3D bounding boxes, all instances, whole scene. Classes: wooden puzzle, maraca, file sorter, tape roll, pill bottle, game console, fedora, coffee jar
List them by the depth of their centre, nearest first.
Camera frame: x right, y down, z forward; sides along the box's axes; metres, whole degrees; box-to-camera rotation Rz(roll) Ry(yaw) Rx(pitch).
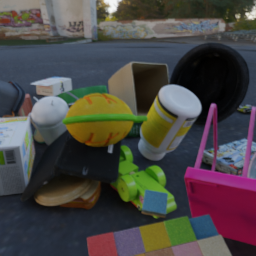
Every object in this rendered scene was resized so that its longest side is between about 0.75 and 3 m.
[{"bbox_3d":[0.496,1.955,3.179,1.748,0.207,2.947,-9,45,-9],"label":"wooden puzzle"},{"bbox_3d":[2.550,0.812,4.419,2.780,1.932,1.743,8,53,24],"label":"file sorter"},{"bbox_3d":[-0.456,-0.161,6.078,1.424,1.111,2.077,-1,0,34],"label":"maraca"},{"bbox_3d":[-1.191,0.765,6.482,1.859,1.230,2.114,13,29,-6],"label":"game console"},{"bbox_3d":[0.971,-0.050,7.343,1.112,1.985,1.112,14,43,-13],"label":"pill bottle"},{"bbox_3d":[0.453,-0.051,9.423,1.461,0.623,0.762,-3,19,-6],"label":"coffee jar"},{"bbox_3d":[3.018,-1.607,10.451,2.976,2.976,1.359,10,14,23],"label":"fedora"},{"bbox_3d":[-1.934,-1.358,12.030,2.095,0.504,2.095,-11,4,1],"label":"tape roll"}]

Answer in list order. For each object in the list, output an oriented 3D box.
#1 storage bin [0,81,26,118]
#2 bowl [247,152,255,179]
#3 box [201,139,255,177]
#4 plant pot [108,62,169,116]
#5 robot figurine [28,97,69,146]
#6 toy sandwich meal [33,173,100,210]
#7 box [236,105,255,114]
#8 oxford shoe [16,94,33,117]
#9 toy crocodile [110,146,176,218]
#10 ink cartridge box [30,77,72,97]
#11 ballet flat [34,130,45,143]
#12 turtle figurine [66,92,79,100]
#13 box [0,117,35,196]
[{"bbox_3d":[-4.211,-0.591,8.435,1.301,1.938,1.410,20,15,-49],"label":"storage bin"},{"bbox_3d":[3.316,0.954,5.494,1.866,1.866,0.976,8,5,19],"label":"bowl"},{"bbox_3d":[3.036,0.811,7.562,1.746,0.348,1.195,-12,24,-27],"label":"box"},{"bbox_3d":[0.337,-1.355,10.947,2.002,2.000,1.773,-9,3,-42],"label":"plant pot"},{"bbox_3d":[-2.082,-0.151,8.007,1.539,1.815,1.025,0,47,14],"label":"robot figurine"},{"bbox_3d":[-1.298,1.310,6.126,1.504,0.515,1.504,-12,26,6],"label":"toy sandwich meal"},{"bbox_3d":[5.072,-0.804,11.921,0.811,0.180,0.650,-7,19,-22],"label":"box"},{"bbox_3d":[-4.228,-0.638,10.691,1.035,0.993,2.805,-13,15,-13],"label":"oxford shoe"},{"bbox_3d":[-0.046,1.123,6.285,0.938,0.858,2.778,-16,31,-34],"label":"toy crocodile"},{"bbox_3d":[-4.050,-2.162,14.836,1.145,0.675,1.989,10,23,24],"label":"ink cartridge box"},{"bbox_3d":[-2.129,-0.150,9.505,0.803,0.803,2.312,16,26,35],"label":"ballet flat"},{"bbox_3d":[-1.175,-0.535,9.244,1.714,1.272,1.767,-7,46,-14],"label":"turtle figurine"},{"bbox_3d":[-3.007,0.600,6.921,1.082,1.201,2.136,-5,22,-12],"label":"box"}]
